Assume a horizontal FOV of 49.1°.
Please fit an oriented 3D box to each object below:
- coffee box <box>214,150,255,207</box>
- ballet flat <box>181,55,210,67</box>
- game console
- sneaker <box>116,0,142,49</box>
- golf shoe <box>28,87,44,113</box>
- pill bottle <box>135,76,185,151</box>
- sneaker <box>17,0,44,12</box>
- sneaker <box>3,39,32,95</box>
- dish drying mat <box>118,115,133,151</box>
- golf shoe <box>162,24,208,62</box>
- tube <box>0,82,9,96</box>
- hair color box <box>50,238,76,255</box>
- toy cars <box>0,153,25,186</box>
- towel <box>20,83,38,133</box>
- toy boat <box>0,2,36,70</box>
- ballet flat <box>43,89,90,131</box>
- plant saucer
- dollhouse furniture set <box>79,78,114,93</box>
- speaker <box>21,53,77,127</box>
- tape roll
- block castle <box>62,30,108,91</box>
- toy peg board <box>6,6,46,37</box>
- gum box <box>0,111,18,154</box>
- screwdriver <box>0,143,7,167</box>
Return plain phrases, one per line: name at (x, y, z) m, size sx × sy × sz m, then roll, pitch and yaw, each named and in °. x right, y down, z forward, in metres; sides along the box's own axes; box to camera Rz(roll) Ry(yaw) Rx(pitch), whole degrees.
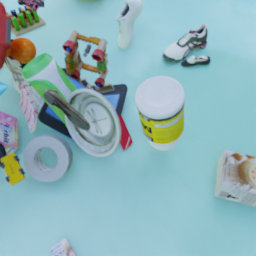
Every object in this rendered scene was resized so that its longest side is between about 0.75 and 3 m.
coffee box at (3.490, 1.464, 7.586) m, size 2.036 × 0.812 × 1.164 m, roll 12°, pitch 55°, yaw 9°
ballet flat at (2.625, -2.619, 10.839) m, size 1.157 × 0.396 × 0.393 m, roll -7°, pitch 56°, yaw -5°
game console at (-1.314, -0.817, 8.819) m, size 1.997 × 1.384 × 2.339 m, roll -4°, pitch 52°, yaw 23°
sneaker at (-0.163, -4.022, 10.852) m, size 0.730 × 1.940 × 0.858 m, roll 40°, pitch 38°, yaw 28°
golf shoe at (-2.861, -0.645, 8.988) m, size 0.697 × 0.561 × 1.434 m, roll -25°, pitch 85°, yaw -37°
pill bottle at (0.860, -0.261, 7.107) m, size 1.142 × 1.998 × 1.142 m, roll -5°, pitch 59°, yaw 8°
sneaker at (-3.252, -4.166, 9.386) m, size 1.171 × 0.558 × 0.462 m, roll 4°, pitch 16°, yaw 29°
sneaker at (-3.489, -1.893, 9.296) m, size 0.857 × 0.993 × 2.266 m, roll -41°, pitch 95°, yaw -34°
dish drying mat at (-0.173, 0.160, 8.366) m, size 0.432 × 1.125 × 0.102 m, roll -38°, pitch 39°, yaw -19°
golf shoe at (2.241, -3.378, 11.067) m, size 2.191 × 0.965 × 0.846 m, roll -33°, pitch 61°, yaw -20°
tube at (-3.260, -0.505, 6.211) m, size 0.531 × 0.346 × 1.372 m, roll 28°, pitch 71°, yaw 3°
hair color box at (-1.467, 3.142, 6.703) m, size 0.456 × 0.270 × 0.834 m, roll -31°, pitch 61°, yaw -21°
toy cars at (-3.344, 0.992, 7.266) m, size 1.798 × 0.398 × 0.806 m, roll 13°, pitch 62°, yaw 14°
towel at (-3.023, -0.600, 8.400) m, size 0.193 × 0.942 × 1.288 m, roll -14°, pitch 57°, yaw -34°
toy boat at (-3.536, -2.248, 7.846) m, size 1.869 × 2.859 × 1.866 m, roll 1°, pitch 87°, yaw -36°
ballet flat at (-1.479, -0.469, 6.997) m, size 1.430 × 0.482 × 0.331 m, roll 39°, pitch 54°, yaw -4°
plant saucer at (-0.843, -0.160, 7.245) m, size 1.847 × 1.847 × 0.463 m, roll 32°, pitch 38°, yaw 21°
dollhouse furniture set at (-0.993, -1.184, 8.833) m, size 0.950 × 0.753 × 0.674 m, roll -9°, pitch 49°, yaw 20°
speaker at (-1.878, -0.916, 7.885) m, size 1.017 × 2.299 × 1.017 m, roll -24°, pitch 35°, yaw 18°
tape roll at (-2.202, 0.831, 7.747) m, size 1.273 × 0.421 × 1.273 m, roll 0°, pitch 95°, yaw 5°
block castle at (-1.148, -1.771, 7.670) m, size 1.112 × 1.664 × 0.781 m, roll 18°, pitch 70°, yaw 3°
toy peg board at (-4.683, -4.914, 12.323) m, size 1.462 × 0.715 × 1.456 m, roll -33°, pitch 60°, yaw -22°
gum box at (-3.814, 0.096, 8.565) m, size 0.421 × 0.722 × 1.273 m, roll -35°, pitch 52°, yaw 24°
screwdriver at (-3.434, 0.115, 6.935) m, size 0.353 × 2.531 × 0.368 m, roll -14°, pitch 48°, yaw -15°
